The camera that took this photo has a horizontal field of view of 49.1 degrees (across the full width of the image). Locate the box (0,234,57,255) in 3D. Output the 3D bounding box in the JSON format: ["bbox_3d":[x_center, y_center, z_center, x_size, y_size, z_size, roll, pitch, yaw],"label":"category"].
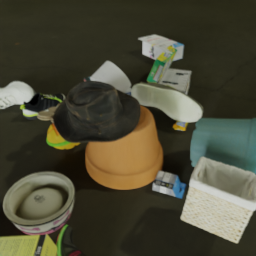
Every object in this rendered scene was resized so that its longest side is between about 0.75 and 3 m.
[{"bbox_3d":[-2.758,2.677,5.390,2.563,0.642,0.964,-7,40,7],"label":"box"}]

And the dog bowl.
[{"bbox_3d":[-2.148,1.896,6.980,1.706,0.629,1.706,-1,35,0],"label":"dog bowl"}]

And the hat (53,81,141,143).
[{"bbox_3d":[-0.870,-0.674,7.326,2.388,0.963,2.388,-2,46,2],"label":"hat"}]

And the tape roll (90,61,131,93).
[{"bbox_3d":[-0.671,-1.760,10.746,0.918,1.337,1.337,-46,48,-7],"label":"tape roll"}]

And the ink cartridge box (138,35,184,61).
[{"bbox_3d":[1.802,-4.574,16.120,1.410,0.831,2.450,-22,40,-28],"label":"ink cartridge box"}]

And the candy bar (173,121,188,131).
[{"bbox_3d":[2.183,-0.451,10.718,0.496,0.220,1.988,14,37,19],"label":"candy bar"}]

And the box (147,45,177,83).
[{"bbox_3d":[1.700,-3.092,13.566,0.537,1.302,2.219,29,41,5],"label":"box"}]

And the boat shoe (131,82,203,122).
[{"bbox_3d":[1.539,-1.084,10.627,2.991,1.069,0.894,24,33,31],"label":"boat shoe"}]

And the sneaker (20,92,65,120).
[{"bbox_3d":[-3.289,-1.037,11.025,0.720,0.831,2.008,22,40,28],"label":"sneaker"}]

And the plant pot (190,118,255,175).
[{"bbox_3d":[2.894,0.563,7.951,1.951,1.992,1.992,7,35,25],"label":"plant pot"}]

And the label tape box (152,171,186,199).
[{"bbox_3d":[1.154,1.557,7.766,0.826,0.262,0.596,13,36,17],"label":"label tape box"}]

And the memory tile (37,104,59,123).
[{"bbox_3d":[-1.727,-0.479,8.884,1.548,0.170,2.019,14,24,20],"label":"memory tile"}]

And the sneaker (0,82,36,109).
[{"bbox_3d":[-5.015,-1.139,11.229,2.771,1.032,1.207,-2,41,11],"label":"sneaker"}]

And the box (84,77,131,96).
[{"bbox_3d":[-0.896,-1.754,12.426,1.487,0.410,2.177,-16,38,-22],"label":"box"}]

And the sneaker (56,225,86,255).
[{"bbox_3d":[-1.149,2.802,5.816,0.686,0.628,1.637,2,39,-22],"label":"sneaker"}]

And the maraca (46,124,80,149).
[{"bbox_3d":[-1.813,-0.021,9.147,1.325,1.034,1.933,13,43,35],"label":"maraca"}]

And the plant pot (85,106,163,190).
[{"bbox_3d":[-0.116,0.371,8.268,2.396,1.677,2.396,0,36,0],"label":"plant pot"}]

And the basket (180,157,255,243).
[{"bbox_3d":[1.997,1.510,6.129,1.349,1.085,1.337,17,23,18],"label":"basket"}]

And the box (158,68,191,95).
[{"bbox_3d":[2.044,-1.895,12.431,1.243,0.641,2.131,10,35,13],"label":"box"}]
